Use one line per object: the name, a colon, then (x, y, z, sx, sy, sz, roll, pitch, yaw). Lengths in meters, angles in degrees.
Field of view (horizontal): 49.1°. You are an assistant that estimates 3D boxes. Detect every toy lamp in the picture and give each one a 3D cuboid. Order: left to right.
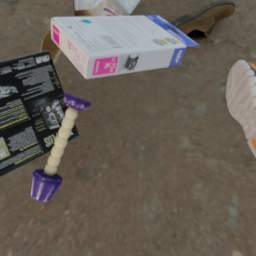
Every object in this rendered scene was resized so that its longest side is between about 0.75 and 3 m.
toy lamp: (-1.517, 0.462, 6.150, 0.699, 0.699, 2.402, 24, 93, 11)

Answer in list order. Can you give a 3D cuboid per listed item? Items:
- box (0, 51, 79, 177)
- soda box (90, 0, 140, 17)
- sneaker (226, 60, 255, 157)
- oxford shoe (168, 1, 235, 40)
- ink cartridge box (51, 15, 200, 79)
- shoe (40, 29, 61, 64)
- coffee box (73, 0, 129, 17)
box: (-2.893, -0.286, 6.531, 2.835, 1.221, 2.322, -31, 109, -40)
soda box: (-0.370, -3.486, 7.785, 0.647, 2.041, 0.697, 37, 86, -26)
sneaker: (3.639, -0.440, 7.077, 1.661, 1.150, 2.964, 1, 60, -14)
oxford shoe: (3.030, -4.008, 10.934, 2.714, 0.986, 1.146, -26, 70, 1)
ink cartridge box: (-0.007, -1.960, 6.392, 2.970, 0.623, 1.772, -17, 49, -30)
shoe: (-2.374, -2.301, 8.484, 0.563, 0.429, 1.609, 23, 98, -10)
coffee box: (-1.034, -4.519, 11.007, 2.069, 1.183, 0.825, -7, 66, -2)
